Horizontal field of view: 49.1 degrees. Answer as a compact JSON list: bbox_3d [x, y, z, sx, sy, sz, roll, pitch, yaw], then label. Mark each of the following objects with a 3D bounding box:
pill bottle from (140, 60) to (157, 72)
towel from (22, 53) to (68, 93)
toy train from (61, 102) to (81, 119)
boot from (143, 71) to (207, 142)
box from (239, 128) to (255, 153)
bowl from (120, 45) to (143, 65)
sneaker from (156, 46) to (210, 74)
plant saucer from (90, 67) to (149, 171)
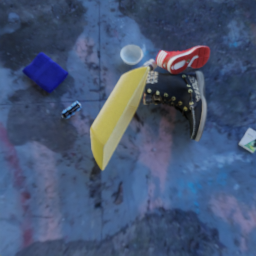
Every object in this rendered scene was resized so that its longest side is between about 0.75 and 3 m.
[{"bbox_3d":[0.758,-2.367,11.273,0.801,0.453,0.453,-41,72,-15],"label":"pill bottle"},{"bbox_3d":[-3.313,-2.198,11.275,1.581,0.392,1.168,38,78,15],"label":"towel"},{"bbox_3d":[-2.126,-0.653,10.493,0.820,0.469,0.356,-36,105,0],"label":"toy train"},{"bbox_3d":[1.674,-0.937,10.288,2.238,1.088,2.973,6,63,1],"label":"boot"},{"bbox_3d":[4.476,0.457,10.199,0.561,0.141,0.777,34,71,14],"label":"box"},{"bbox_3d":[0.142,-2.930,11.543,0.911,0.410,0.911,0,67,0],"label":"bowl"},{"bbox_3d":[2.110,-2.932,11.278,2.371,0.929,1.369,-20,39,-34],"label":"sneaker"},{"bbox_3d":[-0.412,-0.290,8.988,0.701,2.893,2.892,26,69,4],"label":"plant saucer"}]
